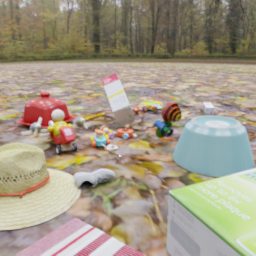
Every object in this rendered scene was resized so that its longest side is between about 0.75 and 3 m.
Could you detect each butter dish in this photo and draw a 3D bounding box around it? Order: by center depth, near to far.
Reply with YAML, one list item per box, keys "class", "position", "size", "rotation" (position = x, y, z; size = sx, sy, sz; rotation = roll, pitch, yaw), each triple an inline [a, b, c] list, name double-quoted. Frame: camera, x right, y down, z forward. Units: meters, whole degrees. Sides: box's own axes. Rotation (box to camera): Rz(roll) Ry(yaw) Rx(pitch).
- class: "butter dish"
  position: [-3.494, -0.837, 11.934]
  size: [1.952, 1.443, 1.947]
  rotation: [10, 21, 28]

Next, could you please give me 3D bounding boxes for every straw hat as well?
- class: "straw hat"
  position: [-2.558, 1.017, 6.390]
  size: [2.871, 1.215, 2.871]
  rotation: [0, 17, 0]

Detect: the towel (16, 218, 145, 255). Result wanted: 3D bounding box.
- class: "towel"
  position: [-0.654, 2.145, 4.471]
  size: [1.891, 0.215, 1.362]
  rotation: [14, 20, 34]

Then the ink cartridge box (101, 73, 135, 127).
- class: "ink cartridge box"
  position: [-0.407, -1.128, 11.468]
  size: [0.734, 1.277, 1.760]
  rotation: [-21, 60, 1]

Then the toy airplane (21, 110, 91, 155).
- class: "toy airplane"
  position: [-2.367, 0.004, 9.475]
  size: [1.830, 1.297, 1.838]
  rotation: [4, 17, 13]

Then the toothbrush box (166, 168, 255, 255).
- class: "toothbrush box"
  position: [2.317, 1.644, 4.362]
  size: [2.818, 1.213, 2.052]
  rotation: [-6, 19, -24]

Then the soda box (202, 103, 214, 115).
- class: "soda box"
  position: [4.064, -0.988, 14.221]
  size: [0.399, 0.373, 1.173]
  rotation: [2, 17, 6]

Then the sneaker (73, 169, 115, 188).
- class: "sneaker"
  position: [-0.825, 1.326, 6.983]
  size: [1.030, 0.385, 0.422]
  rotation: [-8, 37, -13]

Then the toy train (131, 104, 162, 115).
- class: "toy train"
  position: [0.952, -0.890, 13.884]
  size: [1.531, 0.426, 1.150]
  rotation: [-1, 17, 10]

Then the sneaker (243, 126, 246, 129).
- class: "sneaker"
  position: [3.920, 0.104, 10.667]
  size: [1.076, 0.402, 0.434]
  rotation: [1, 17, 6]

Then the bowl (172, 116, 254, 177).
- class: "bowl"
  position: [2.540, 0.387, 8.360]
  size: [2.382, 1.246, 2.382]
  rotation: [-1, 17, 0]

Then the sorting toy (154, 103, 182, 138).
- class: "sorting toy"
  position: [1.383, -0.109, 9.358]
  size: [0.887, 1.476, 0.606]
  rotation: [-22, 47, -33]

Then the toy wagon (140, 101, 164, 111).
- class: "toy wagon"
  position: [1.098, -1.152, 14.858]
  size: [1.546, 0.306, 1.199]
  rotation: [-10, 20, -30]

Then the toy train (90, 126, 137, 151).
- class: "toy train"
  position: [-0.562, 0.231, 10.066]
  size: [1.397, 0.517, 1.860]
  rotation: [7, 18, 21]
